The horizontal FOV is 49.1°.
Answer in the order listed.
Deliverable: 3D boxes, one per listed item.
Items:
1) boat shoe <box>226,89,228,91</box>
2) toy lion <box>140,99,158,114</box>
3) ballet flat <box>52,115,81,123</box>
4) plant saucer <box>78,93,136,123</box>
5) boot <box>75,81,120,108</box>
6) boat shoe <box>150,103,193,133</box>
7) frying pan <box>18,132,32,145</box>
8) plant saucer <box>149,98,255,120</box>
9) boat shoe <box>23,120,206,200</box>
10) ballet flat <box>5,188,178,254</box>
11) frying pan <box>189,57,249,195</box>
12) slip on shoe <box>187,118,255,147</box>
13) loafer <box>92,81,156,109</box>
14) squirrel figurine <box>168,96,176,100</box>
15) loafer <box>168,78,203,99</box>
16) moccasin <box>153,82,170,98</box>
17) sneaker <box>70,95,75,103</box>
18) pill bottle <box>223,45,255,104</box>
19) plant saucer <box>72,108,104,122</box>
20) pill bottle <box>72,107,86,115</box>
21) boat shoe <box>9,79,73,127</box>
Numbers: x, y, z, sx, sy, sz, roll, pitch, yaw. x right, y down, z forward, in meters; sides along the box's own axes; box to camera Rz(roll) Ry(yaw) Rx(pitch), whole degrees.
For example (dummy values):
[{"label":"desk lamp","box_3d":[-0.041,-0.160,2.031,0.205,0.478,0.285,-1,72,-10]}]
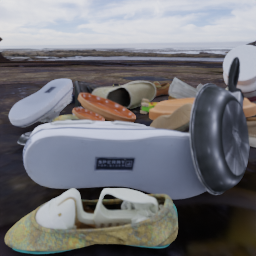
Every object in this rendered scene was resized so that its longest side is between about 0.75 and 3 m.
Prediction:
[{"label":"boat shoe","box_3d":[4.232,-1.312,10.929,0.854,0.751,2.399,-7,17,-22]},{"label":"toy lion","box_3d":[0.957,-0.714,9.735,1.029,0.369,1.073,9,17,2]},{"label":"ballet flat","box_3d":[-1.308,-0.071,7.265,1.379,0.487,0.487,1,16,-4]},{"label":"plant saucer","box_3d":[-0.626,-0.538,8.144,1.760,0.284,1.760,22,14,-6]},{"label":"boot","box_3d":[-0.809,-1.373,10.891,2.357,0.937,2.708,2,18,-2]},{"label":"boat shoe","box_3d":[1.046,-0.032,6.244,0.544,0.604,1.679,20,-29,-25]},{"label":"frying pan","box_3d":[-1.696,0.268,6.087,1.487,0.242,0.899,5,10,22]},{"label":"plant saucer","box_3d":[1.988,-0.565,7.716,2.834,0.457,2.834,-5,8,1]},{"label":"boat shoe","box_3d":[0.030,0.320,4.097,2.881,1.060,0.942,11,20,-19]},{"label":"ballet flat","box_3d":[-0.414,1.002,3.213,1.977,0.699,0.699,0,16,0]},{"label":"frying pan","box_3d":[1.685,-0.075,4.472,0.441,1.639,2.709,-5,22,41]},{"label":"slip on shoe","box_3d":[2.359,-0.063,6.808,2.196,0.665,0.835,14,21,39]},{"label":"loafer","box_3d":[0.000,-1.092,9.907,2.550,0.965,0.871,-15,21,-25]},{"label":"squirrel figurine","box_3d":[2.331,-1.238,11.002,1.059,0.803,1.135,6,28,-19]},{"label":"loafer","box_3d":[2.469,-1.166,9.748,2.115,0.738,0.740,20,16,11]},{"label":"moccasin","box_3d":[1.212,-1.728,12.420,1.807,0.698,0.661,-12,20,-34]},{"label":"sneaker","box_3d":[-2.395,-1.110,10.973,0.851,0.315,0.350,-11,16,-29]},{"label":"pill bottle","box_3d":[3.805,-1.603,8.927,1.324,1.324,2.319,10,-8,31]},{"label":"plant saucer","box_3d":[-0.916,-0.258,6.447,0.760,0.123,0.760,21,14,-5]},{"label":"pill bottle","box_3d":[-1.367,-0.332,8.083,0.471,0.471,0.814,-3,16,-9]},{"label":"boat shoe","box_3d":[-2.332,-0.595,8.143,0.976,0.867,2.653,8,33,21]}]
